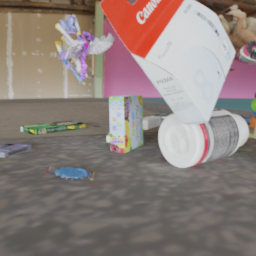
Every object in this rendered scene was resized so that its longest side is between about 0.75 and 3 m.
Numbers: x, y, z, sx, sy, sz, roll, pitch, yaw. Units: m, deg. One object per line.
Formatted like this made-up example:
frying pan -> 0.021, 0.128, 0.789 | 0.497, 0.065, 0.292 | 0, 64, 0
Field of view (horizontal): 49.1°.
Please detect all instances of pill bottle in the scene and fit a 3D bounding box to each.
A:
pill bottle -> 2.057, 0.191, 7.274 | 2.396, 1.326, 1.326 | -7, 11, -37

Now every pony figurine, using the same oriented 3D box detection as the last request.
pony figurine -> -1.234, -2.003, 6.964 | 1.270, 1.525, 1.472 | -21, -13, -36

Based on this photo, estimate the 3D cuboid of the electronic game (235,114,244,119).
electronic game -> 4.575, -0.451, 13.541 | 1.884, 0.392, 1.884 | -5, 13, 1

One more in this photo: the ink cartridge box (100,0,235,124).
ink cartridge box -> 1.049, -1.890, 5.638 | 0.693, 2.933, 2.348 | -6, 43, 46

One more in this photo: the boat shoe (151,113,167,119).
boat shoe -> 1.894, -0.768, 17.019 | 1.033, 0.366, 0.372 | -1, 9, -5

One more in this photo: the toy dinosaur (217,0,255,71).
toy dinosaur -> 3.673, -2.796, 8.632 | 1.250, 1.974, 2.913 | -32, 16, -8

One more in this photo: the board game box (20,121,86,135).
board game box -> -3.278, -0.029, 12.416 | 1.328, 0.297, 2.535 | 11, 14, 43

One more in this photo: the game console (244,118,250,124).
game console -> 5.617, -0.205, 13.434 | 1.821, 0.320, 2.059 | -7, 10, -40

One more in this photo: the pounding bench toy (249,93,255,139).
pounding bench toy -> 4.939, -0.293, 8.963 | 1.946, 1.550, 2.495 | 9, 36, 27

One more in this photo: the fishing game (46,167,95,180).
fishing game -> -1.223, 0.991, 6.015 | 0.998, 0.155, 0.714 | 7, 8, -6

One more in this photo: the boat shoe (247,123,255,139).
boat shoe -> 4.102, 0.046, 10.561 | 2.090, 0.655, 0.766 | -1, 9, -5

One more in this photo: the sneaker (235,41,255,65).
sneaker -> 3.644, -1.947, 7.482 | 1.553, 0.626, 0.580 | 7, -13, -14

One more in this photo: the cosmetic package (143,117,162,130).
cosmetic package -> 0.945, -0.240, 13.178 | 0.734, 0.450, 1.778 | 4, 10, 28

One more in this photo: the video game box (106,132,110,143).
video game box -> -0.203, 0.315, 10.120 | 1.033, 0.265, 1.134 | 3, 9, 4

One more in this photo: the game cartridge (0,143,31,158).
game cartridge -> -3.512, 0.636, 8.239 | 0.740, 0.219, 1.141 | 7, 10, 18

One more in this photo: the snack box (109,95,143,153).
snack box -> -0.030, -0.174, 8.662 | 0.559, 1.652, 1.393 | 4, 9, 25
